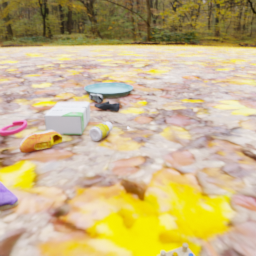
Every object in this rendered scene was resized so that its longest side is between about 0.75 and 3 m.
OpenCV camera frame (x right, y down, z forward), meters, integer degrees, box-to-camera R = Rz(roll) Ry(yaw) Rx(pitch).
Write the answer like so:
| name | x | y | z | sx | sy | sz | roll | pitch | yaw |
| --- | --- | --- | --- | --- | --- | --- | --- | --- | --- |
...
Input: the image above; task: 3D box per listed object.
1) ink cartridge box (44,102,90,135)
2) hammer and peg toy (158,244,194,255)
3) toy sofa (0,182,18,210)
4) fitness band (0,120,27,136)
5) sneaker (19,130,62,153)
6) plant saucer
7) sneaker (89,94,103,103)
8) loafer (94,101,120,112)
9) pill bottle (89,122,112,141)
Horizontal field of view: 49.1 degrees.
| name | x | y | z | sx | sy | sz | roll | pitch | yaw |
| --- | --- | --- | --- | --- | --- | --- | --- | --- | --- |
| ink cartridge box | -2.137 | -0.384 | 10.211 | 1.266 | 0.729 | 1.735 | 0 | 20 | 3 |
| hammer and peg toy | 0.874 | 2.136 | 4.175 | 0.606 | 0.290 | 0.824 | -8 | 22 | -24 |
| toy sofa | -3.502 | 0.982 | 6.148 | 1.250 | 1.061 | 2.562 | -18 | 27 | -37 |
| fitness band | -3.944 | 0.000 | 9.646 | 1.047 | 0.196 | 0.752 | -6 | 28 | 22 |
| sneaker | -2.599 | 0.407 | 8.452 | 0.551 | 0.521 | 1.429 | 22 | 31 | 32 |
| plant saucer | -1.045 | -2.036 | 15.195 | 2.650 | 0.363 | 2.650 | -1 | 20 | 0 |
| sneaker | -1.396 | -1.487 | 13.653 | 0.597 | 0.388 | 1.034 | -12 | 25 | -42 |
| loafer | -0.915 | -0.969 | 12.168 | 1.175 | 0.412 | 0.399 | 7 | 0 | 16 |
| pill bottle | -0.874 | 0.091 | 9.281 | 0.463 | 0.463 | 0.831 | 11 | 24 | 26 |
